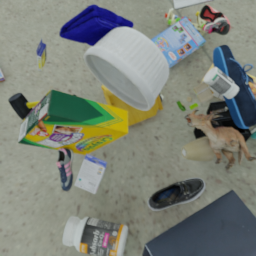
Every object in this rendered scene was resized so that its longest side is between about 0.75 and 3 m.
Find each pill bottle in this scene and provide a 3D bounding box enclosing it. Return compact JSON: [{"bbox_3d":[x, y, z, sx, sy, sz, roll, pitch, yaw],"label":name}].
[{"bbox_3d":[2.415,-1.141,7.244,0.836,0.473,0.473,35,61,-13],"label":"pill bottle"},{"bbox_3d":[-1.031,3.504,8.990,1.916,1.115,1.115,10,59,7],"label":"pill bottle"}]

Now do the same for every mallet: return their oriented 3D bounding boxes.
[{"bbox_3d":[-2.793,-0.901,8.988,2.704,0.891,0.557,-11,35,34],"label":"mallet"}]

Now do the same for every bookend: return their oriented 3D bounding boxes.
[{"bbox_3d":[3.532,-0.204,11.379,2.018,0.935,2.031,-8,58,-5],"label":"bookend"}]

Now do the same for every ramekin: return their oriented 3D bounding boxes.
[{"bbox_3d":[0.046,-2.077,9.700,2.901,2.901,1.523,35,80,19],"label":"ramekin"}]

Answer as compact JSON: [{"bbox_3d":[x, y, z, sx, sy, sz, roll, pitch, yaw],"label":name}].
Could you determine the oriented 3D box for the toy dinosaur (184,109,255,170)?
[{"bbox_3d":[2.974,0.268,8.547,2.407,1.033,1.631,27,39,-33],"label":"toy dinosaur"}]

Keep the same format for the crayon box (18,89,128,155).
[{"bbox_3d":[-1.700,0.009,8.375,2.338,2.710,0.790,15,64,-31],"label":"crayon box"}]

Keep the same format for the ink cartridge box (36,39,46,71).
[{"bbox_3d":[-3.237,-2.748,10.519,0.206,0.878,0.868,10,48,-8],"label":"ink cartridge box"}]

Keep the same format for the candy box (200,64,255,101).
[{"bbox_3d":[4.677,-1.881,12.539,2.543,0.703,1.468,28,63,16],"label":"candy box"}]

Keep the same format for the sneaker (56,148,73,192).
[{"bbox_3d":[-2.027,1.283,8.672,0.471,0.550,1.342,-14,70,28],"label":"sneaker"}]

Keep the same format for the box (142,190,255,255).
[{"bbox_3d":[2.001,3.545,7.912,2.858,2.906,1.706,-26,62,-16],"label":"box"}]

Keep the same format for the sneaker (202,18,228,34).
[{"bbox_3d":[2.514,-2.879,8.004,0.805,0.325,0.301,-25,58,-15],"label":"sneaker"}]

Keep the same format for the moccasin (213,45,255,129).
[{"bbox_3d":[3.710,-1.435,9.468,0.988,1.166,2.897,-21,99,2],"label":"moccasin"}]

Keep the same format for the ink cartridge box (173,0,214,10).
[{"bbox_3d":[2.281,-5.034,10.037,1.394,0.304,1.210,-5,101,21],"label":"ink cartridge box"}]

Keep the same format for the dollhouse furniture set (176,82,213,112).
[{"bbox_3d":[1.971,-0.844,8.176,1.061,0.410,0.530,-31,69,20],"label":"dollhouse furniture set"}]

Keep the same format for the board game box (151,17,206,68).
[{"bbox_3d":[2.396,-4.168,13.620,2.154,0.394,1.629,-35,81,-6],"label":"board game box"}]

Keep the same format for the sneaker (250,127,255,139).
[{"bbox_3d":[6.181,0.088,11.206,2.669,1.034,1.063,-9,67,-6],"label":"sneaker"}]

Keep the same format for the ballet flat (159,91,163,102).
[{"bbox_3d":[1.394,-1.433,12.507,0.342,0.342,0.936,-13,57,-8],"label":"ballet flat"}]

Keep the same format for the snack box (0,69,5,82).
[{"bbox_3d":[-6.707,-2.985,13.467,0.848,0.287,2.359,-26,62,-15],"label":"snack box"}]

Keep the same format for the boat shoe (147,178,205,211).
[{"bbox_3d":[1.757,2.270,9.959,2.264,0.750,0.792,-16,60,-9],"label":"boat shoe"}]

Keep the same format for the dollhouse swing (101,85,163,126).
[{"bbox_3d":[0.036,-1.279,12.375,2.095,1.842,1.904,-22,102,-14],"label":"dollhouse swing"}]

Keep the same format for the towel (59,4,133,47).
[{"bbox_3d":[-1.032,-3.401,9.898,1.781,2.412,0.597,-23,83,30],"label":"towel"}]

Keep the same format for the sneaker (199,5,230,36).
[{"bbox_3d":[3.199,-3.775,9.796,0.722,0.613,1.664,4,43,-28],"label":"sneaker"}]

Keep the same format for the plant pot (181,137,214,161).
[{"bbox_3d":[2.146,0.731,8.886,0.847,0.793,0.793,-8,58,-16],"label":"plant pot"}]

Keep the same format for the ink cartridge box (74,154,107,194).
[{"bbox_3d":[-1.084,1.331,8.236,0.679,1.138,0.239,23,21,2],"label":"ink cartridge box"}]

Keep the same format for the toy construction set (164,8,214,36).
[{"bbox_3d":[3.055,-5.498,14.484,2.603,1.199,1.707,14,83,17],"label":"toy construction set"}]
